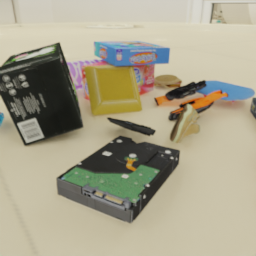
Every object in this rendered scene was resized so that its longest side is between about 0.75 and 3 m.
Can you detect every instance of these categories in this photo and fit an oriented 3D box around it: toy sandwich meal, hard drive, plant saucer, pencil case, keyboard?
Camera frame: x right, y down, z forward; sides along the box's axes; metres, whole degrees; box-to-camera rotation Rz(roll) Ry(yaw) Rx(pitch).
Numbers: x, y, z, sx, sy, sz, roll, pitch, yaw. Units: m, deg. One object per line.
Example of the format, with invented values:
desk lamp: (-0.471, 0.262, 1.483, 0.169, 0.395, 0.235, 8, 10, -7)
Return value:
toy sandwich meal: (1.647, -1.931, 11.902, 1.223, 0.419, 1.223, -3, 28, 2)
hard drive: (-0.078, 0.872, 5.635, 1.598, 0.433, 2.288, 12, 24, 25)
plant saucer: (-0.428, -1.348, 9.137, 1.738, 1.739, 0.421, -6, -16, -19)
pencil case: (-2.031, -1.991, 11.080, 2.925, 1.228, 1.250, -18, 59, -30)
keyboard: (0.131, -0.020, 7.358, 0.982, 0.210, 1.636, 10, 5, -25)

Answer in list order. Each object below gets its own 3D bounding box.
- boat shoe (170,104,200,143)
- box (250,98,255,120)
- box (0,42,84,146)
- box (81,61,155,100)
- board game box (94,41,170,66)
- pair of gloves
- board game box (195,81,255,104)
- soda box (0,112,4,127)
boat shoe: (1.592, -0.071, 7.330, 0.657, 0.618, 1.725, 32, 39, 4)
box: (4.696, -0.300, 8.149, 1.680, 0.544, 2.131, 5, 26, 8)
box: (-2.382, -1.098, 7.898, 1.652, 1.974, 2.658, -17, 27, -5)
box: (-0.312, -1.865, 10.659, 1.380, 1.273, 2.690, 21, 32, 38)
board game box: (0.025, -2.799, 10.328, 2.003, 0.592, 2.634, -7, 24, -19)
pair of gloves: (1.982, -0.937, 9.234, 1.934, 0.268, 2.171, -23, 27, -2)
board game box: (3.348, -1.187, 10.118, 1.736, 0.428, 2.197, -24, 35, -39)
soda box: (-3.725, -0.273, 7.947, 0.296, 0.313, 0.924, 22, 0, -26)
